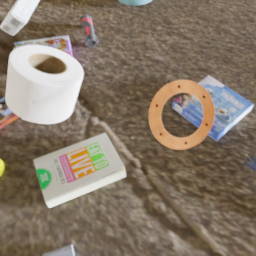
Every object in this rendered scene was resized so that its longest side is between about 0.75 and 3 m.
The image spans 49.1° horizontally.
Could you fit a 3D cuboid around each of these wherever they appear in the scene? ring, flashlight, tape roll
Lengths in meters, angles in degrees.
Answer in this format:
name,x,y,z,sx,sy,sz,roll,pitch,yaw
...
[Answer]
name,x,y,z,sx,sy,sz,roll,pitch,yaw
ring,1.299,-0.307,6.799,1.697,1.697,0.163,-13,11,-10
flashlight,-1.882,-4.485,12.980,0.617,0.615,1.815,18,47,-38
tape roll,-2.327,-1.222,7.766,1.928,1.324,1.928,16,38,-13

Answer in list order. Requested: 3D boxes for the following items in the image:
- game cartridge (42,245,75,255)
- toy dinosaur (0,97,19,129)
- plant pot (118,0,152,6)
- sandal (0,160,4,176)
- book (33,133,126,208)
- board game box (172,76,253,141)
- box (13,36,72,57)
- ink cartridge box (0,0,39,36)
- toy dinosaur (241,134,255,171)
name,x,y,z,sx,sy,sz,roll,pitch,yaw
game cartridge,-1.696,3.741,6.959,0.925,0.284,1.390,-18,55,-8
toy dinosaur,-3.780,-1.029,10.318,2.441,2.690,1.412,-5,25,-46
plant pot,0.358,-7.417,14.612,1.896,1.277,1.896,-1,47,1
sandal,-5.238,0.948,8.514,2.669,1.162,1.061,0,55,3
book,-1.526,1.233,8.723,2.457,0.590,1.641,-22,52,-14
board game box,3.079,-0.803,10.254,2.053,0.447,2.063,-35,61,-25
box,-3.642,-3.136,12.001,2.417,0.472,1.654,-10,54,-8
ink cartridge box,-2.782,-3.646,7.820,1.591,0.470,1.988,6,70,57
toy dinosaur,4.742,0.885,8.888,2.648,2.918,1.532,-12,16,-39
